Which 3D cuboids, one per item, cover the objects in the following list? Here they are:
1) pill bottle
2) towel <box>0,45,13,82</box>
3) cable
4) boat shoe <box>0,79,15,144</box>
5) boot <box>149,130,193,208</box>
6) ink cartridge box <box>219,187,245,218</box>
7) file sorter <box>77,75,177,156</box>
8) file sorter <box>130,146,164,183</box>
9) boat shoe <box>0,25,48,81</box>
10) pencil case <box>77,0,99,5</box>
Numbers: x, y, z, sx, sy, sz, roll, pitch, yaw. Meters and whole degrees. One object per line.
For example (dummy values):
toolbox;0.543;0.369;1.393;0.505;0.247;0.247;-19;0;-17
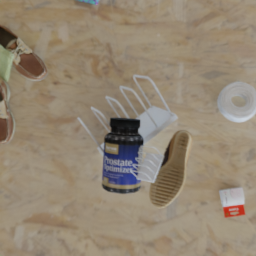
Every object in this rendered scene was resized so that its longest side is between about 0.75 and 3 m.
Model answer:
pill bottle;-0.143;0.744;7.972;1.135;1.135;2.030;3;94;1
towel;-4.737;-2.463;10.368;1.009;1.360;0.248;38;43;2
cable;4.060;-0.961;10.309;1.451;0.502;1.451;-31;75;-5
boat shoe;-4.760;-0.657;10.100;0.956;0.906;2.524;-14;79;-3
boot;1.312;1.202;8.329;0.835;1.920;2.308;22;85;9
ink cartridge box;3.687;2.614;9.807;0.779;0.273;0.958;-8;75;-2
file sorter;-0.157;-0.323;9.299;2.636;1.829;1.641;-38;111;-7
file sorter;0.483;0.945;7.428;0.556;0.499;0.802;4;59;41
boat shoe;-4.175;-2.823;10.486;2.761;0.991;1.045;40;81;7
pencil case;-1.697;-5.309;11.255;1.069;0.455;0.494;16;102;2
